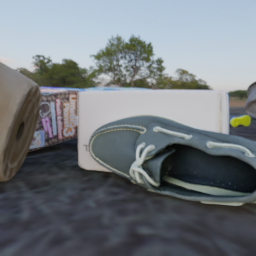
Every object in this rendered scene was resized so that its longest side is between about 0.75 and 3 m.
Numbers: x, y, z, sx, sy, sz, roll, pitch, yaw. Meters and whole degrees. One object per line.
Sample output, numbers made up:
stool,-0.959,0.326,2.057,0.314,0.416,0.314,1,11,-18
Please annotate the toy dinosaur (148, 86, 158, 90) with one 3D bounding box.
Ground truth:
toy dinosaur,1.035,-1.100,14.129,1.117,1.764,2.603,-17,-13,31

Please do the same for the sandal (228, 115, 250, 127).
sandal,4.221,-0.282,10.752,1.108,0.440,0.482,-1,9,-27

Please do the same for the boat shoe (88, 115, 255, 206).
boat shoe,0.373,0.294,2.950,2.236,0.814,0.691,9,6,31

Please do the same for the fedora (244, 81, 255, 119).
fedora,6.760,-1.168,14.011,1.181,2.312,2.615,-34,14,-20

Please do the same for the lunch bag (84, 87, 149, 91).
lunch bag,-0.348,-0.511,8.421,2.734,1.127,2.198,0,18,-2

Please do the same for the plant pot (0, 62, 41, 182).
plant pot,-2.127,-0.189,3.293,1.825,2.104,2.104,17,4,-5

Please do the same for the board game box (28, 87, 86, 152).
board game box,-2.067,-0.219,5.600,1.600,0.972,2.007,9,17,38

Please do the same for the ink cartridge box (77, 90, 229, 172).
ink cartridge box,0.657,-0.057,4.761,1.973,1.139,2.702,2,6,20
